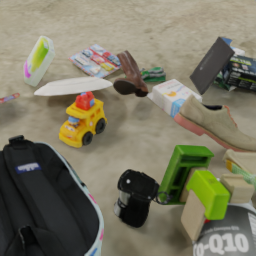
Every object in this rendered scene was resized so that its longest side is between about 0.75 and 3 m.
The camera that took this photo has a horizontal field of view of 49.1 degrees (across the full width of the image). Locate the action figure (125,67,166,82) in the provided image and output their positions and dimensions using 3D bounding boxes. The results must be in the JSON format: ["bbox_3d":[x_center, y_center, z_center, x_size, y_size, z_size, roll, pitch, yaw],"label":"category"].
[{"bbox_3d":[0.611,-1.938,10.326,1.498,0.410,0.885,-11,45,-7],"label":"action figure"}]

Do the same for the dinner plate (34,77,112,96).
[{"bbox_3d":[-1.738,-1.370,8.942,2.477,0.300,2.477,-6,17,2],"label":"dinner plate"}]

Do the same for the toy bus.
[{"bbox_3d":[-1.282,-0.330,7.771,0.928,1.313,1.368,24,48,23],"label":"toy bus"}]

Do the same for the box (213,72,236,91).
[{"bbox_3d":[3.518,-1.790,10.272,0.795,0.200,1.101,-27,48,-28],"label":"box"}]

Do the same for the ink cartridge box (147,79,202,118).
[{"bbox_3d":[1.438,-1.027,9.123,0.951,0.560,1.651,-23,46,-25],"label":"ink cartridge box"}]

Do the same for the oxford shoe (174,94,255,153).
[{"bbox_3d":[2.445,-0.052,7.092,2.462,0.921,0.867,23,15,-9],"label":"oxford shoe"}]

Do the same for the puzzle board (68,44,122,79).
[{"bbox_3d":[-1.231,-2.654,11.019,1.470,0.170,1.950,-34,55,-26],"label":"puzzle board"}]

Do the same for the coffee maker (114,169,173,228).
[{"bbox_3d":[0.225,1.542,5.749,0.738,1.095,1.052,-30,55,-33],"label":"coffee maker"}]

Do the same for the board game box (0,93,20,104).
[{"bbox_3d":[-4.158,-0.743,8.624,0.764,0.144,1.485,-4,21,47],"label":"board game box"}]

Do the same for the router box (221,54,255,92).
[{"bbox_3d":[4.268,-1.932,9.888,1.878,0.583,1.407,13,41,-2],"label":"router box"}]

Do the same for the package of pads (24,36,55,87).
[{"bbox_3d":[-3.221,-2.434,10.104,0.522,1.532,1.183,23,29,-35],"label":"package of pads"}]

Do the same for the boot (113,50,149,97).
[{"bbox_3d":[-0.119,-1.903,9.156,1.621,0.559,1.739,13,52,-52],"label":"boot"}]

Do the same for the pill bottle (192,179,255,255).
[{"bbox_3d":[1.792,2.102,4.995,1.272,1.272,2.234,4,41,5],"label":"pill bottle"}]

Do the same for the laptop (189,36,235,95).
[{"bbox_3d":[2.938,-2.036,9.242,1.003,1.620,1.730,16,36,-25],"label":"laptop"}]

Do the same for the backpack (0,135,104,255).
[{"bbox_3d":[-1.817,1.745,4.527,2.578,2.186,2.903,-15,32,-34],"label":"backpack"}]

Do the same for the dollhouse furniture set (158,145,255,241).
[{"bbox_3d":[2.206,1.358,5.616,2.606,1.308,1.707,4,25,-19],"label":"dollhouse furniture set"}]

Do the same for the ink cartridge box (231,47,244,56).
[{"bbox_3d":[3.994,-2.811,11.247,1.283,0.435,0.739,-32,49,-33],"label":"ink cartridge box"}]
